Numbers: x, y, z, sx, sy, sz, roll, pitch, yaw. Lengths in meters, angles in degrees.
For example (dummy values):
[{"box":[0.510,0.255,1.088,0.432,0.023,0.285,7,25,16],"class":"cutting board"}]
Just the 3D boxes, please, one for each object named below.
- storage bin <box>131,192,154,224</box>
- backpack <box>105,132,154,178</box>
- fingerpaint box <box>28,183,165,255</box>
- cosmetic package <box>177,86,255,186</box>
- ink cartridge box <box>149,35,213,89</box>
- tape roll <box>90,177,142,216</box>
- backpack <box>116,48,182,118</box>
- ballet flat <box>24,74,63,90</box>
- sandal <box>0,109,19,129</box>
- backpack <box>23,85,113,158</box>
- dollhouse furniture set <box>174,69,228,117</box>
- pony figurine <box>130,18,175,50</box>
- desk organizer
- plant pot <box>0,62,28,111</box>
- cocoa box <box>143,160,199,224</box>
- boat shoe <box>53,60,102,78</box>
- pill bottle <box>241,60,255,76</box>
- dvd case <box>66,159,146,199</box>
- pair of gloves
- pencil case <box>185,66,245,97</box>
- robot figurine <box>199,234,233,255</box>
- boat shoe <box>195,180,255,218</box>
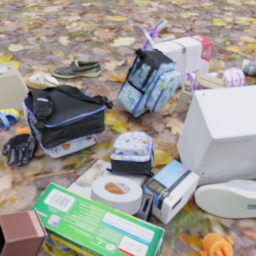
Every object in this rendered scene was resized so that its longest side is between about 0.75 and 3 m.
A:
[{"box":[0.267,2.373,7.466,0.598,1.276,0.863,13,42,14],"class":"storage bin"},{"box":[0.172,0.778,9.103,1.561,1.202,1.486,6,23,10],"class":"backpack"},{"box":[-0.676,2.687,6.287,2.734,2.281,1.003,18,48,19],"class":"fingerpaint box"},{"box":[3.256,0.299,8.516,2.809,2.818,1.732,-6,52,-6],"class":"cosmetic package"},{"box":[2.391,-3.044,13.242,2.781,2.041,1.153,-17,41,-19],"class":"ink cartridge box"},{"box":[-0.291,1.616,6.722,1.223,0.404,1.223,8,16,-2],"class":"tape roll"},{"box":[0.817,-1.619,11.133,1.860,2.531,2.316,39,27,11],"class":"backpack"},{"box":[-3.952,-2.170,13.213,2.428,0.765,0.833,19,44,21],"class":"ballet flat"},{"box":[-5.340,-0.323,11.121,1.826,0.726,0.795,-4,45,-2],"class":"sandal"},{"box":[-2.382,-0.415,10.068,2.831,2.181,2.697,-15,41,-34],"class":"backpack"},{"box":[2.948,-1.551,11.756,2.082,1.192,2.442,17,47,-8],"class":"dollhouse furniture set"},{"box":[1.100,-4.131,12.710,1.742,1.682,1.451,-37,45,3],"class":"pony figurine"},{"box":[-2.265,2.483,5.339,0.714,1.855,0.665,6,29,-42],"class":"desk organizer"},{"box":[-5.371,-1.821,12.181,1.783,1.579,1.781,-18,44,-19],"class":"plant pot"},{"box":[1.205,1.813,8.089,0.942,0.957,1.435,33,49,29],"class":"cocoa box"},{"box":[-2.587,-3.058,14.217,2.466,0.810,0.881,-1,40,-1],"class":"boat shoe"},{"box":[6.426,-2.993,14.230,1.241,0.702,0.702,16,43,18],"class":"pill bottle"},{"box":[-0.814,1.889,8.411,1.851,0.228,2.595,17,32,21],"class":"dvd case"},{"box":[-4.641,0.775,10.106,2.541,0.314,2.264,-8,38,-11],"class":"pair of gloves"},{"box":[3.991,-2.122,12.823,2.645,1.131,1.110,-10,2,-11],"class":"pencil case"},{"box":[2.211,3.018,7.020,0.591,1.014,0.729,24,86,-2],"class":"robot figurine"},{"box":[3.348,2.028,8.290,2.754,0.961,0.981,4,21,6],"class":"boat shoe"}]
